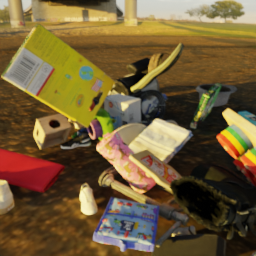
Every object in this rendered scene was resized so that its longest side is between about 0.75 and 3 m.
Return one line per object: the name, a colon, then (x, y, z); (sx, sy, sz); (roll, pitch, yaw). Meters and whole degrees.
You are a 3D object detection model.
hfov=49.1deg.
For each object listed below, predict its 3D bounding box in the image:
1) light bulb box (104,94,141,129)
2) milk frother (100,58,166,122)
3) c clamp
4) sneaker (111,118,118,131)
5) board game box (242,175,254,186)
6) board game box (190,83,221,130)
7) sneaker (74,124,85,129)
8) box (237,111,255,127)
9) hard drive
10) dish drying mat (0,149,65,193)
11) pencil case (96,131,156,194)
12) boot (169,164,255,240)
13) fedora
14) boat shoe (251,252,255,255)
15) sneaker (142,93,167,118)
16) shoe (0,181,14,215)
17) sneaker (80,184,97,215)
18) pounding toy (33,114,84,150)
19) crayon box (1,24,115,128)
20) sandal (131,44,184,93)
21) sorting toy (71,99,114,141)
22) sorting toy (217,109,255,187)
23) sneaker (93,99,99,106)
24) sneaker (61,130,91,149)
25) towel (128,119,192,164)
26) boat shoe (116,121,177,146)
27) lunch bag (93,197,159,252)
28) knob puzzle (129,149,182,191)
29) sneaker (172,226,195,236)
light bulb box: (-0.220, -0.543, 10.550); (1.237, 1.226, 0.772); (18, 30, 37)
milk frother: (0.675, -1.383, 12.218); (2.692, 2.429, 2.532); (52, 40, 6)
c clamp: (0.372, 1.468, 6.567); (2.737, 0.371, 2.338); (22, 20, 39)
sneaker: (-0.538, -0.073, 10.076); (0.372, 0.611, 0.935); (-14, 9, -11)
board game box: (3.791, 1.334, 7.462); (1.076, 0.275, 1.588); (18, 29, 36)
board game box: (3.100, -0.917, 11.042); (0.303, 1.354, 2.585); (24, 26, 19)
sneaker: (-1.421, -0.385, 10.923); (0.836, 0.628, 1.678); (16, 28, 23)
box: (4.934, -0.360, 11.351); (0.437, 0.261, 1.062); (-7, 25, -16)
hard drive: (0.971, 2.217, 4.812); (1.311, 0.277, 0.884); (-17, 18, 29)
dish drying mat: (-3.266, 1.110, 7.810); (2.827, 0.257, 1.086); (11, 32, 16)
pencil case: (-0.026, 0.838, 6.871); (0.696, 1.682, 0.728); (-47, 11, -24)
boot: (1.678, 1.315, 5.732); (2.009, 0.907, 2.452); (12, 8, -35)
fedora: (4.132, -1.528, 13.305); (1.837, 0.829, 1.625); (-1, 24, -3)
boat shoe: (2.165, 2.442, 4.225); (2.852, 0.997, 0.945); (-8, 51, -43)
sneaker: (1.119, -0.873, 12.048); (1.908, 0.718, 0.841); (-28, 74, -39)
shoe: (-3.897, 1.468, 6.650); (2.531, 0.676, 0.885); (4, 24, 10)
sneaker: (-0.962, 1.642, 6.540); (0.357, 0.455, 0.916); (-10, 25, -21)
pounding toy: (-2.228, -0.111, 9.258); (1.525, 1.340, 0.698); (-18, 65, -35)
crayon box: (-1.930, -1.401, 8.126); (2.742, 1.741, 0.696); (34, -5, -29)
sandal: (1.049, -2.359, 10.749); (2.622, 0.748, 1.041); (-38, -3, 12)
sorting toy: (-1.451, -0.196, 9.537); (0.991, 1.451, 2.415); (-18, 44, -27)
sorting toy: (2.920, 0.795, 6.340); (0.688, 1.978, 1.966); (-39, 31, 6)
sneaker: (-1.750, -1.098, 11.709); (1.424, 0.539, 0.549); (21, 13, -44)
sneaker: (-1.761, 0.350, 9.352); (1.007, 0.563, 0.368); (-8, 24, -19)
towel: (0.823, 0.474, 8.253); (1.388, 0.225, 1.890); (24, 53, 35)
boat shoe: (0.463, 0.253, 9.334); (2.649, 0.962, 0.831); (-10, 7, -33)
lunch bag: (-0.004, 1.859, 5.096); (1.014, 0.633, 1.347); (9, 7, 8)
knob puzzle: (0.857, 1.180, 6.718); (1.850, 0.257, 1.850); (33, 11, -7)
sneaker: (1.083, 2.234, 5.423); (0.459, 0.300, 0.799); (-3, 26, 12)
